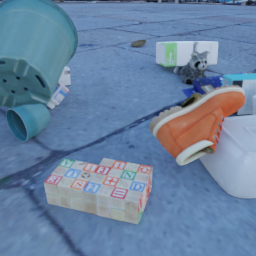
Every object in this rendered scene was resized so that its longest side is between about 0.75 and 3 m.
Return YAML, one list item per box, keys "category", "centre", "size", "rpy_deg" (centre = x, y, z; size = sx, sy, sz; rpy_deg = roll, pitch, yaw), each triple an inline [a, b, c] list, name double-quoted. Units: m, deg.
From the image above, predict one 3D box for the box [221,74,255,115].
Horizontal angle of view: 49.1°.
- category: "box"
  centre: [4.593, -1.149, 9.276]
  size: [2.917, 1.200, 0.717]
  rpy_deg: [-2, 25, -5]

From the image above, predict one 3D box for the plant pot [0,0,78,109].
- category: "plant pot"
  centre: [-3.193, -2.165, 8.787]
  size: [2.833, 2.833, 2.775]
  rpy_deg: [1, 50, 1]

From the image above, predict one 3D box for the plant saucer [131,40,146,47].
- category: "plant saucer"
  centre: [0.677, -5.365, 17.782]
  size: [1.034, 0.152, 1.034]
  rpy_deg: [-12, 31, 7]

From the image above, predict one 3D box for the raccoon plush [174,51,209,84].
- category: "raccoon plush"
  centre: [2.565, -2.736, 11.954]
  size: [1.004, 1.391, 2.076]
  rpy_deg: [-19, 34, -30]

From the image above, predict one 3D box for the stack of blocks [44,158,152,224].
- category: "stack of blocks"
  centre: [-0.559, 1.168, 5.749]
  size: [1.930, 0.565, 1.111]
  rpy_deg: [8, 30, 15]

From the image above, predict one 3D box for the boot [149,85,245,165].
- category: "boot"
  centre: [1.855, -0.053, 6.413]
  size: [2.438, 0.915, 1.307]
  rpy_deg: [-26, 57, -9]

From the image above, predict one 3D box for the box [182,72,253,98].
- category: "box"
  centre: [3.595, -1.466, 10.399]
  size: [2.833, 0.459, 1.716]
  rpy_deg: [-9, 30, -2]

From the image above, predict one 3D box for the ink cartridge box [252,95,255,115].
- category: "ink cartridge box"
  centre: [5.089, -0.659, 7.862]
  size: [2.456, 1.034, 1.776]
  rpy_deg: [-26, 33, -7]

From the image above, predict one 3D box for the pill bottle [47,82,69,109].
- category: "pill bottle"
  centre: [-2.457, -1.088, 9.560]
  size: [0.855, 0.480, 0.480]
  rpy_deg: [-51, 44, -4]

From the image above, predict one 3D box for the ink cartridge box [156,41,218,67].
- category: "ink cartridge box"
  centre: [2.796, -3.639, 13.626]
  size: [2.558, 1.074, 1.861]
  rpy_deg: [-3, 19, -6]

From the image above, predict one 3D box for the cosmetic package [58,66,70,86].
- category: "cosmetic package"
  centre: [-3.358, -2.419, 12.034]
  size: [1.074, 0.782, 2.113]
  rpy_deg: [-15, 34, -28]

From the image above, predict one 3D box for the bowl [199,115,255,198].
- category: "bowl"
  centre: [3.055, 0.465, 6.701]
  size: [2.466, 0.921, 2.463]
  rpy_deg: [-4, 30, -10]

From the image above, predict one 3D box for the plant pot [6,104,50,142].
- category: "plant pot"
  centre: [-2.731, -0.235, 7.860]
  size: [0.969, 0.969, 0.911]
  rpy_deg: [21, 36, 33]

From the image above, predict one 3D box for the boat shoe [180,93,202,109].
- category: "boat shoe"
  centre: [1.652, -0.519, 8.124]
  size: [0.435, 1.209, 0.411]
  rpy_deg: [43, 33, 22]
